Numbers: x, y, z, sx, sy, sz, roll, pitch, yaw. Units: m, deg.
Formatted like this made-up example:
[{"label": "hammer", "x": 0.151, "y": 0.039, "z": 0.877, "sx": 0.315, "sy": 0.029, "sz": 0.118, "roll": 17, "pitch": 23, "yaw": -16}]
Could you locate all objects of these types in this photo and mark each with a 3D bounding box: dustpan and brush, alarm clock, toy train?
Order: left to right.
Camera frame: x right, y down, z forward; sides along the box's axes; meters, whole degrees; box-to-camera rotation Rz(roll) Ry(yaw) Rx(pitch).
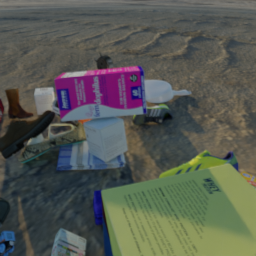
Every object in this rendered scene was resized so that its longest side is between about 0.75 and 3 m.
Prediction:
[{"label": "toy train", "x": -2.797, "y": 2.603, "z": 6.121, "sx": 0.766, "sy": 0.332, "sz": 0.437, "roll": -38, "pitch": 53, "yaw": 15}, {"label": "alarm clock", "x": -1.234, "y": -3.461, "z": 15.811, "sx": 1.526, "sy": 1.030, "sz": 0.508, "roll": 39, "pitch": 46, "yaw": 19}, {"label": "dustpan and brush", "x": 1.854, "y": -1.762, "z": 13.650, "sx": 2.551, "sy": 0.730, "sz": 1.781, "roll": -10, "pitch": 39, "yaw": -4}]

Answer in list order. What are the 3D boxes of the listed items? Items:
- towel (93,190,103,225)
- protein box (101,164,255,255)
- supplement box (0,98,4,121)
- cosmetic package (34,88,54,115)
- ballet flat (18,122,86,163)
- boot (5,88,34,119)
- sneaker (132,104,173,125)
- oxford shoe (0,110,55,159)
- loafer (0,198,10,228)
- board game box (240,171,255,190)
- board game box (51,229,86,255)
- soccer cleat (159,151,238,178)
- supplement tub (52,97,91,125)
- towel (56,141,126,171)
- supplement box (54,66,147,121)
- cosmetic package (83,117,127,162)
[{"label": "towel", "x": -0.170, "y": 1.975, "z": 7.408, "sx": 1.502, "sy": 0.372, "sz": 1.109, "roll": -4, "pitch": 34, "yaw": -8}, {"label": "protein box", "x": 1.251, "y": 2.468, "z": 5.032, "sx": 2.875, "sy": 1.940, "sz": 2.854, "roll": -9, "pitch": 32, "yaw": -15}, {"label": "supplement box", "x": -5.569, "y": -0.683, "z": 10.992, "sx": 0.742, "sy": 1.326, "sz": 2.437, "roll": -11, "pitch": 33, "yaw": -9}, {"label": "cosmetic package", "x": -3.620, "y": -1.175, "z": 12.240, "sx": 0.778, "sy": 0.929, "sz": 0.773, "roll": -6, "pitch": 31, "yaw": -10}, {"label": "ballet flat", "x": -2.610, "y": 0.358, "z": 9.491, "sx": 2.410, "sy": 0.908, "sz": 0.818, "roll": -20, "pitch": 14, "yaw": -21}, {"label": "boot", "x": -4.462, "y": -1.004, "z": 11.516, "sx": 1.174, "sy": 1.247, "sz": 0.427, "roll": 3, "pitch": 11, "yaw": 22}, {"label": "sneaker", "x": 1.023, "y": -0.462, "z": 11.327, "sx": 1.848, "sy": 0.683, "sz": 0.748, "roll": -18, "pitch": 39, "yaw": -24}, {"label": "oxford shoe", "x": -3.237, "y": 0.009, "z": 8.718, "sx": 2.083, "sy": 0.879, "sz": 0.757, "roll": -36, "pitch": -3, "yaw": -5}, {"label": "loafer", "x": -3.484, "y": 2.408, "z": 6.049, "sx": 0.739, "sy": 0.844, "sz": 2.350, "roll": -20, "pitch": 16, "yaw": 46}, {"label": "board game box", "x": 3.562, "y": 2.170, "z": 7.057, "sx": 1.646, "sy": 0.419, "sz": 2.449, "roll": -24, "pitch": 38, "yaw": -35}, {"label": "board game box", "x": -1.262, "y": 2.667, "z": 5.920, "sx": 0.675, "sy": 0.294, "sz": 0.915, "roll": 31, "pitch": 16, "yaw": -15}, {"label": "soccer cleat", "x": 1.789, "y": 1.032, "z": 7.191, "sx": 2.098, "sy": 0.878, "sz": 0.678, "roll": -6, "pitch": 2, "yaw": -6}, {"label": "supplement tub", "x": -2.236, "y": -0.731, "z": 11.428, "sx": 1.628, "sy": 0.998, "sz": 0.998, "roll": 22, "pitch": 37, "yaw": 33}, {"label": "towel", "x": -1.247, "y": 0.854, "z": 9.468, "sx": 2.208, "sy": 0.263, "sz": 1.622, "roll": -3, "pitch": 30, "yaw": -5}, {"label": "supplement box", "x": -0.834, "y": -1.143, "z": 9.145, "sx": 2.742, "sy": 1.387, "sz": 1.417, "roll": -6, "pitch": 18, "yaw": 1}, {"label": "cosmetic package", "x": -0.725, "y": 0.290, "z": 9.081, "sx": 0.958, "sy": 1.152, "sz": 0.964, "roll": -26, "pitch": 29, "yaw": -34}]
